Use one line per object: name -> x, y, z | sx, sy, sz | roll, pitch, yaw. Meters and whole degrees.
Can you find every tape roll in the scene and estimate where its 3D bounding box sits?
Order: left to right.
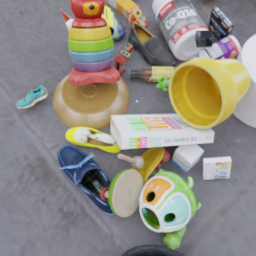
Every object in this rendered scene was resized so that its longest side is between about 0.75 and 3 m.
tape roll -> 4.915, -1.584, 9.482 | 2.842, 1.951, 2.842 | 0, 61, 1

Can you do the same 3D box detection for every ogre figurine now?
ogre figurine -> 1.355, -1.594, 9.758 | 0.608, 0.497, 1.014 | -30, 27, -22

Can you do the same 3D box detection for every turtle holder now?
turtle holder -> 1.003, 2.217, 7.692 | 1.472, 1.938, 1.376 | 28, 42, 30

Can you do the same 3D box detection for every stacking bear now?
stacking bear -> -1.217, -2.976, 9.000 | 1.698, 2.796, 1.590 | -7, 29, -10

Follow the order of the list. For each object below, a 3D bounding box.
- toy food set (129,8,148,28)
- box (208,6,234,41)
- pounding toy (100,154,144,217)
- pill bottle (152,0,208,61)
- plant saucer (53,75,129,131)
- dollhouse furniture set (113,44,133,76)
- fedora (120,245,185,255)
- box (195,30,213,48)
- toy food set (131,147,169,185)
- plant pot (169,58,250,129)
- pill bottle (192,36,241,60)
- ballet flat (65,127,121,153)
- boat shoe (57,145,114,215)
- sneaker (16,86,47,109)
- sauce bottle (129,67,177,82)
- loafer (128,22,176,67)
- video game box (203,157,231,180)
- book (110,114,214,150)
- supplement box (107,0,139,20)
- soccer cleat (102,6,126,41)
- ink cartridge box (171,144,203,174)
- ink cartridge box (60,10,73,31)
toy food set -> 0.430, -4.513, 11.816 | 0.851, 0.209, 0.860 | 37, 75, -24
box -> 3.708, -4.074, 11.256 | 0.292, 1.167, 1.176 | -29, 68, -1
pounding toy -> -0.232, 1.532, 7.683 | 0.764, 1.272, 1.647 | 4, 83, 39
pill bottle -> 2.020, -4.142, 11.102 | 1.534, 1.534, 2.694 | -17, 64, -9
plant saucer -> -1.356, -1.223, 10.116 | 2.831, 0.501, 2.831 | 0, 62, 0
dollhouse furniture set -> -0.112, -2.637, 10.836 | 0.457, 0.604, 1.123 | 32, 61, 12
fedora -> 0.710, 4.255, 6.693 | 2.784, 1.272, 2.784 | -2, 59, 3
box -> 2.623, -3.055, 9.650 | 0.555, 0.786, 0.310 | 6, 86, 18
toy food set -> 0.799, 1.127, 8.662 | 0.582, 1.048, 1.781 | 47, 73, -21
plant pot -> 2.437, -1.139, 7.979 | 1.785, 1.898, 1.898 | -25, 63, -32
pill bottle -> 3.255, -2.623, 10.456 | 1.685, 0.939, 0.939 | -27, 63, 9
ballet flat -> -1.137, 0.312, 9.165 | 2.002, 0.671, 0.669 | 14, 71, 7
boat shoe -> -1.133, 1.373, 8.457 | 2.679, 0.919, 1.127 | 37, 67, 18
sneaker -> -3.376, -1.084, 9.707 | 1.137, 0.453, 0.441 | -36, 55, -18
sauce bottle -> 0.954, -2.006, 10.504 | 1.797, 0.581, 0.581 | 1, 62, 2
loafer -> 0.884, -3.181, 10.935 | 0.888, 0.882, 2.439 | -42, 69, -17
video game box -> 2.661, 1.228, 8.439 | 0.778, 0.854, 0.200 | -3, 44, 10
book -> 0.936, 0.105, 8.507 | 2.689, 0.646, 1.797 | -4, 19, -13
supplement box -> -0.246, -5.454, 12.387 | 0.544, 0.563, 1.636 | -36, 69, -15
soccer cleat -> -0.906, -4.450, 11.780 | 0.850, 0.657, 2.033 | -31, 66, -14
ink cartridge box -> 1.840, 0.878, 8.765 | 0.633, 0.863, 0.630 | -40, 69, -19
ink cartridge box -> -2.012, -3.516, 10.709 | 1.404, 1.618, 0.352 | 42, 79, 20
